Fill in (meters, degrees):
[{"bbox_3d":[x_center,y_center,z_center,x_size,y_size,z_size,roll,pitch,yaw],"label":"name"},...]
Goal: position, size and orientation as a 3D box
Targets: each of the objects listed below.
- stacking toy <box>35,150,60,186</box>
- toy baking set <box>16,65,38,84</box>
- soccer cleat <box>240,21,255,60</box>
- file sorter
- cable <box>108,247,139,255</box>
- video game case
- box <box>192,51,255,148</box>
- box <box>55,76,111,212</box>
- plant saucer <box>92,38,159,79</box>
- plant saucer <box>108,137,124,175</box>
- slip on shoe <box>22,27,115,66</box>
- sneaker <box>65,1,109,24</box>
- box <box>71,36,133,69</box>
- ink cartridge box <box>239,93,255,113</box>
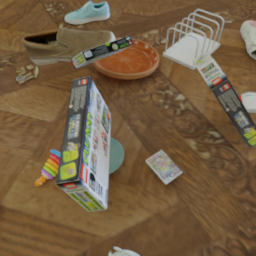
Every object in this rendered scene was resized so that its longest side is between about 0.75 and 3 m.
[{"bbox_3d":[-2.189,1.206,7.822,0.619,0.585,1.066,25,64,29],"label":"stacking toy"},{"bbox_3d":[-3.912,-2.061,10.863,0.827,0.125,1.078,-12,50,-6],"label":"toy baking set"},{"bbox_3d":[5.301,-3.537,11.554,1.202,0.973,2.784,-15,51,-13],"label":"soccer cleat"},{"bbox_3d":[2.714,-3.704,11.455,1.515,1.359,2.183,32,56,24],"label":"file sorter"},{"bbox_3d":[-0.058,3.205,6.180,0.934,0.323,0.934,11,51,8],"label":"cable"},{"bbox_3d":[0.982,1.071,7.724,0.614,0.077,0.857,-30,64,-25],"label":"video game case"},{"bbox_3d":[2.858,-0.751,7.922,0.478,2.756,1.517,-33,38,18],"label":"box"},{"bbox_3d":[-0.931,0.324,6.667,0.494,1.566,2.845,-11,51,14],"label":"box"},{"bbox_3d":[-0.127,-2.733,11.120,2.660,0.429,2.660,3,46,-3],"label":"plant saucer"},{"bbox_3d":[-0.848,0.861,8.225,1.464,0.282,1.464,0,50,0],"label":"plant saucer"},{"bbox_3d":[-1.908,-2.686,8.776,2.966,0.899,1.128,-1,57,19],"label":"slip on shoe"},{"bbox_3d":[-1.987,-5.612,13.393,2.191,0.898,0.810,-16,50,-14],"label":"sneaker"},{"bbox_3d":[-0.690,-2.028,7.494,1.527,0.265,0.840,-28,12,-27],"label":"box"},{"bbox_3d":[4.112,-0.898,9.772,1.021,0.291,0.830,7,50,1],"label":"ink cartridge box"}]
